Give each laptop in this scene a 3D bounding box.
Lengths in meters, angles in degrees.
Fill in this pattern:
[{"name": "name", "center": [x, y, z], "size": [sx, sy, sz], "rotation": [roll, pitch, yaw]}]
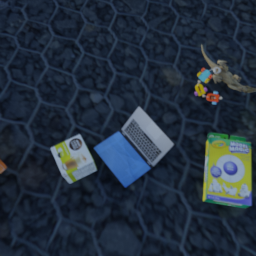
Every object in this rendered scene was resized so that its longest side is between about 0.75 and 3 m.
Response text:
[{"name": "laptop", "center": [0.159, 0.620, 9.498], "size": [1.826, 1.950, 1.130], "rotation": [49, 32, 17]}]

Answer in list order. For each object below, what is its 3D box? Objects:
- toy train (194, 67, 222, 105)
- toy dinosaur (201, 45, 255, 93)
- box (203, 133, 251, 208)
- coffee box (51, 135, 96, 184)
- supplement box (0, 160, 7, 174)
[{"name": "toy train", "center": [3.134, -1.609, 10.810], "size": [1.054, 0.390, 1.403], "rotation": [5, 93, 24]}, {"name": "toy dinosaur", "center": [3.576, -2.084, 10.711], "size": [2.852, 1.442, 0.830], "rotation": [43, 109, 11]}, {"name": "box", "center": [3.395, 1.329, 9.549], "size": [1.473, 0.607, 2.510], "rotation": [8, 65, 4]}, {"name": "coffee box", "center": [-1.788, 1.059, 9.383], "size": [1.077, 1.089, 1.087], "rotation": [-26, 68, -11]}, {"name": "supplement box", "center": [-4.986, 1.775, 9.103], "size": [1.986, 0.661, 0.683], "rotation": [-41, 101, -13]}]
